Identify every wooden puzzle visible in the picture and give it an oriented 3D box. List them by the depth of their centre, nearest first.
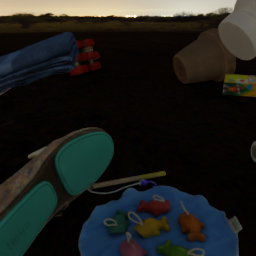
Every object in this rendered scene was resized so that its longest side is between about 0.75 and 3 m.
[{"bbox_3d":[-1.161,1.141,4.445,0.475,0.056,0.801,3,23,7],"label":"wooden puzzle"}]

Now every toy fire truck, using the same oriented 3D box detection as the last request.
[{"bbox_3d":[-2.708,-3.260,13.576,2.176,1.453,2.591,-8,14,32],"label":"toy fire truck"}]

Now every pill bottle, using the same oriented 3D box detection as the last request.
[{"bbox_3d":[3.274,-2.697,6.123,2.533,1.422,1.422,-41,30,-2],"label":"pill bottle"}]

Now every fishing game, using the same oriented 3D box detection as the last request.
[{"bbox_3d":[0.387,1.283,3.608,2.066,0.448,2.885,-7,22,-8],"label":"fishing game"}]

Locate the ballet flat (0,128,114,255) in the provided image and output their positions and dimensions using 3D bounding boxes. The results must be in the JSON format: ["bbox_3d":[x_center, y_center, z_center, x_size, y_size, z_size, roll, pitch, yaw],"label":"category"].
[{"bbox_3d":[-1.298,0.775,4.100,0.990,1.002,2.944,0,23,29],"label":"ballet flat"}]

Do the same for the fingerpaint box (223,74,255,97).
[{"bbox_3d":[4.165,-1.591,10.443,1.143,0.503,1.370,6,24,17],"label":"fingerpaint box"}]

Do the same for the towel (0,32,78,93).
[{"bbox_3d":[-1.462,-0.856,3.917,1.584,0.385,0.885,-18,31,7],"label":"towel"}]

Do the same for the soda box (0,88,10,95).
[{"bbox_3d":[-4.999,-1.436,9.650,0.889,0.827,2.601,0,22,0],"label":"soda box"}]

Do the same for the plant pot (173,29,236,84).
[{"bbox_3d":[2.997,-2.729,11.609,1.926,2.208,2.208,-24,27,-8],"label":"plant pot"}]

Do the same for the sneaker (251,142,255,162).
[{"bbox_3d":[2.797,0.585,5.494,0.466,0.365,0.938,2,31,-14],"label":"sneaker"}]
